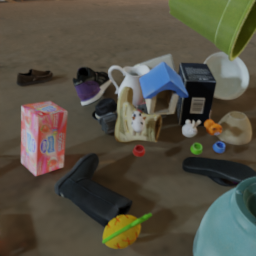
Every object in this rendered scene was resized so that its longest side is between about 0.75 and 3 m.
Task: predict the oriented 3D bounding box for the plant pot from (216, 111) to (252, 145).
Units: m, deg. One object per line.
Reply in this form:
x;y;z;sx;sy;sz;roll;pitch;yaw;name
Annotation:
3.741;-0.094;9.801;1.224;0.822;1.224;0;32;0;plant pot

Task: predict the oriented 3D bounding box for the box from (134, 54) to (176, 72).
1.118;-2.316;11.825;1.320;1.125;2.065;-18;11;-1;box

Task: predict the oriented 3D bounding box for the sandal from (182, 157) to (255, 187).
2.603;1.284;8.026;2.133;0.510;0.802;9;32;37;sandal

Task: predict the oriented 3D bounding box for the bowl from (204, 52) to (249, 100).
4.125;-2.189;12.506;2.168;2.168;0.974;-6;-7;-9;bowl

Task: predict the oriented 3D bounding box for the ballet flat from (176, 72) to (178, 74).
2.429;-2.214;12.941;1.475;0.555;0.500;27;2;13;ballet flat

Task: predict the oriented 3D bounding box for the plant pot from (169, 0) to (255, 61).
2.894;-4.087;9.199;2.714;2.858;2.858;33;43;20;plant pot

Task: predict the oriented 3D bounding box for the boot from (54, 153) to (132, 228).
-0.703;1.543;7.261;1.929;0.633;1.590;19;50;33;boot

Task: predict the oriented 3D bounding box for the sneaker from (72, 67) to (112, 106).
-1.522;-2.152;12.052;1.131;1.308;2.987;-20;23;16;sneaker

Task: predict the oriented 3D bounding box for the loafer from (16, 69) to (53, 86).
-4.616;-2.593;13.899;1.858;0.663;0.678;-23;39;-32;loafer

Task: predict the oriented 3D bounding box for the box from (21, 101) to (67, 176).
-2.444;0.291;8.053;0.891;1.882;0.966;29;29;36;box

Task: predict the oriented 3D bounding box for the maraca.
-0.028;2.135;5.932;1.182;0.810;0.632;-34;73;10;maraca

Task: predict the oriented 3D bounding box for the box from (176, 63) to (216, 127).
2.493;-1.299;10.726;1.150;1.856;1.825;2;33;1;box

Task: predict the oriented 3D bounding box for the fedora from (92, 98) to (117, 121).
-0.882;-0.797;10.997;1.217;0.556;1.217;-8;36;5;fedora

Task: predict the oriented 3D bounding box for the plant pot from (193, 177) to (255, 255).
2.713;2.090;5.462;2.631;1.763;2.631;1;32;0;plant pot

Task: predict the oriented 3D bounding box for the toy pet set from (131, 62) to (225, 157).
1.434;-0.640;8.548;2.811;1.493;2.625;-3;49;-8;toy pet set

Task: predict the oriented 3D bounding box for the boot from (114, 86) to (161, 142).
0.386;-0.475;9.394;1.530;0.717;1.969;0;74;27;boot

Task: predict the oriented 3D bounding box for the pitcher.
-0.045;-1.567;10.965;1.543;1.798;1.090;9;41;1;pitcher

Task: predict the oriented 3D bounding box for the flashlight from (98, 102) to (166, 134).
0.228;-0.422;10.387;2.515;0.851;0.854;-20;81;-24;flashlight
